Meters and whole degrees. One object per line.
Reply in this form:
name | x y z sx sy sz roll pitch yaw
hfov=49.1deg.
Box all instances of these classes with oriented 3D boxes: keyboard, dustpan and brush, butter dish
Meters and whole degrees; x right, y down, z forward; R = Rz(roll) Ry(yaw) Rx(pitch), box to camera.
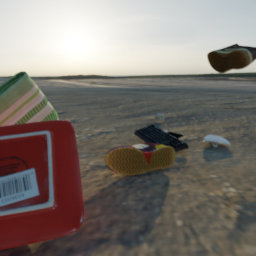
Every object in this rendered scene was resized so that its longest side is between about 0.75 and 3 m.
keyboard | 1.156 0.295 9.254 1.201 0.257 2.001 -14 25 -24
dustpan and brush | 2.927 0.434 9.574 0.839 0.344 1.202 9 18 4
butter dish | -1.629 0.984 4.231 1.874 1.385 1.869 -8 53 -9

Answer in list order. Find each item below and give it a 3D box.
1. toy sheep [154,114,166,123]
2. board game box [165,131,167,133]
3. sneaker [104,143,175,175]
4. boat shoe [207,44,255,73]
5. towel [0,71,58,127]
toy sheep | 1.527 -0.464 13.543 0.522 0.522 0.757 6 8 28
board game box | 1.078 0.298 10.155 0.667 0.290 0.903 3 13 9
sneaker | 0.202 0.755 7.051 1.917 0.719 0.864 1 2 -27
boat shoe | 2.761 -1.876 7.374 0.647 0.649 1.798 -27 14 -9
towel | -2.362 0.068 5.566 1.947 0.299 2.553 -42 -13 -11
